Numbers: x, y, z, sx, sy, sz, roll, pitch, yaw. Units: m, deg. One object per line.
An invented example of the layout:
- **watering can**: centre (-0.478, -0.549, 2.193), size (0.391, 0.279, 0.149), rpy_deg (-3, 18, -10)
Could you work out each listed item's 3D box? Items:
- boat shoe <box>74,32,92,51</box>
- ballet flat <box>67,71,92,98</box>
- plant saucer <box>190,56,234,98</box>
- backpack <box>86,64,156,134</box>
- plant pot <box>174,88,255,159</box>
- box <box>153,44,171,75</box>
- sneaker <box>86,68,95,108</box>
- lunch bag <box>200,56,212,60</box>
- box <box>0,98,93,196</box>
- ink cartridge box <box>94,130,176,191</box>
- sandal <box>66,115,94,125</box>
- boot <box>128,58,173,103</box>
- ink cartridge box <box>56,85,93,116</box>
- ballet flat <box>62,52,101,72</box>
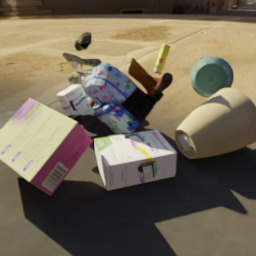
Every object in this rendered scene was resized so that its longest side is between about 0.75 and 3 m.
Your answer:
- **boat shoe**: centre (-1.900, -3.502, 11.758), size (0.527, 0.485, 1.475), rpy_deg (-7, -7, -29)
- **ballet flat**: centre (-1.107, -1.459, 11.053), size (2.731, 1.028, 0.926), rpy_deg (39, 58, -11)
- **plant saucer**: centre (2.937, -1.739, 9.913), size (1.515, 1.515, 0.272), rpy_deg (9, 25, 17)
- **backpack**: centre (-0.500, -1.018, 9.590), size (1.508, 2.242, 2.047), rpy_deg (-54, 23, -19)
- **plant pot**: centre (2.631, 0.066, 8.908), size (2.173, 2.035, 2.035), rpy_deg (-25, 35, -20)
- **box**: centre (1.159, -2.366, 9.644), size (0.252, 1.007, 0.379), rpy_deg (16, 21, -9)
- **sneaker**: centre (-1.838, -1.493, 11.747), size (1.195, 0.983, 2.597), rpy_deg (26, 51, -2)
- **lunch bag**: centre (2.908, -2.237, 10.367), size (0.516, 0.781, 0.530), rpy_deg (-8, 27, -7)
- **box**: centre (-2.414, 0.452, 7.654), size (2.093, 1.012, 1.841), rpy_deg (25, 69, 31)
- **ink cartridge box**: centre (0.180, 0.870, 8.231), size (2.073, 0.870, 1.501), rpy_deg (-9, 29, -16)
- **sandal**: centre (-1.657, -0.241, 9.119), size (1.145, 0.430, 0.274), rpy_deg (-12, -4, -17)
- **boot**: centre (0.795, -2.030, 10.622), size (0.613, 1.686, 1.791), rpy_deg (-35, 77, -19)
- **ink cartridge box**: centre (-1.912, -0.863, 10.154), size (0.500, 1.193, 0.861), rpy_deg (6, 37, 47)
- **ballet flat**: centre (-1.911, -2.657, 11.545), size (1.645, 0.619, 0.558), rpy_deg (7, 0, -18)
